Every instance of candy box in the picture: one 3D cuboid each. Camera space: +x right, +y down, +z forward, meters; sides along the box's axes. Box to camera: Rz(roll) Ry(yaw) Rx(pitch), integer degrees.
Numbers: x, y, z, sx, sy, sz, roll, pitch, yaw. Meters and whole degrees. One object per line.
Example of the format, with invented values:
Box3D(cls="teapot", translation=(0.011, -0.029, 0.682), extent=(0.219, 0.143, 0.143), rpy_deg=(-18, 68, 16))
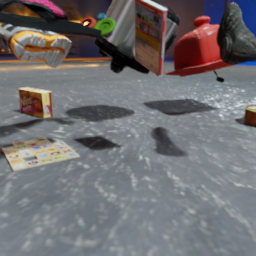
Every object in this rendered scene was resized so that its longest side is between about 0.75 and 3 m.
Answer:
Box3D(cls="candy box", translation=(-3.625, -1.004, 10.931), extent=(1.664, 0.971, 0.470), rpy_deg=(13, 21, 36))

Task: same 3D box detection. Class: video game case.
Box3D(cls="video game case", translation=(0.471, -2.059, 6.358), extent=(0.133, 1.519, 1.086), rpy_deg=(-22, 45, -21))

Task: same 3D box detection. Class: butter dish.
Box3D(cls="butter dish", translation=(3.139, -3.377, 11.361), extent=(2.933, 2.168, 2.925), rpy_deg=(-16, 10, -19))

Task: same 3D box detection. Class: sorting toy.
Box3D(cls="sorting toy", translation=(-0.867, -2.999, 8.536), extent=(1.313, 0.789, 0.539), rpy_deg=(20, -20, 27))

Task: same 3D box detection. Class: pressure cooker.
Box3D(cls="pressure cooker", translation=(0.171, -3.203, 9.891), extent=(2.433, 2.766, 2.471), rpy_deg=(7, 31, -51))

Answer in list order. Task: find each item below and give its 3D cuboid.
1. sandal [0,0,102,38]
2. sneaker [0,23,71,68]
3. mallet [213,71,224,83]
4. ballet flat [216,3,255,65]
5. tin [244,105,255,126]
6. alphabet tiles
Box3D(cls="sandal", translation=(-1.696, -2.290, 5.561), extent=(2.790, 0.629, 1.048), rpy_deg=(-10, 32, -45))
Box3D(cls="sneaker", translation=(-2.517, -2.402, 7.893), extent=(0.990, 1.003, 2.563), rpy_deg=(36, 13, 12))
Box3D(cls="mallet", translation=(3.934, -2.342, 12.486), extent=(0.329, 0.206, 1.000), rpy_deg=(11, 37, -23))
Box3D(cls="ballet flat", translation=(2.535, -2.210, 6.610), extent=(0.738, 0.863, 2.596), rpy_deg=(12, 45, 4))
Box3D(cls="tin", translation=(5.396, -0.298, 9.330), extent=(2.922, 0.612, 1.636), rpy_deg=(13, 17, 37))
Box3D(cls="alphabet tiles", translation=(-2.314, 0.587, 7.183), extent=(1.542, 0.070, 1.845), rpy_deg=(-10, 20, -30))
